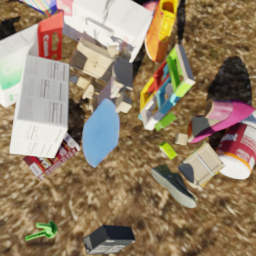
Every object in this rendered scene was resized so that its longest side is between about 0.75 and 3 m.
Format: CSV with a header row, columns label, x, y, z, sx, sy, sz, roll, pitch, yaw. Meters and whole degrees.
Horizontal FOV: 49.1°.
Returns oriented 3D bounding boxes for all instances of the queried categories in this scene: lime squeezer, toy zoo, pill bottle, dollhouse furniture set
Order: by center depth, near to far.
label,x,y,z,sx,sy,sz,roll,pitch,yaw
dollhouse furniture set,1.432,0.540,7.158,0.967,0.747,1.936,-39,88,-5
lime squeezer,-2.219,2.682,7.439,0.713,2.018,0.381,15,57,-19
dollhouse furniture set,-1.129,-1.109,8.187,1.453,2.539,2.977,22,43,-21
toy zoo,1.012,-1.115,8.803,0.267,2.605,1.709,18,45,-23
pill bottle,4.062,0.541,10.085,1.314,1.314,2.326,28,68,12

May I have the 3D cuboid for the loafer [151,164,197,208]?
label,x,y,z,sx,sy,sz,roll,pitch,yaw
loafer,1.147,1.307,6.705,0.492,0.531,1.412,-34,50,-18

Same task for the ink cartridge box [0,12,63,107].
label,x,y,z,sx,sy,sz,roll,pitch,yaw
ink cartridge box,-2.872,-2.020,8.483,2.663,2.143,0.667,-38,77,-29

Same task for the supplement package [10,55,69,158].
label,x,y,z,sx,sy,sz,roll,pitch,yaw
supplement package,-2.402,-0.542,7.616,1.191,1.673,2.148,10,54,-23

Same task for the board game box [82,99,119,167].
label,x,y,z,sx,sy,sz,roll,pitch,yaw
board game box,-0.642,0.174,7.651,0.365,1.875,1.481,9,49,-35

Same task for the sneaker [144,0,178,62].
label,x,y,z,sx,sy,sz,roll,pitch,yaw
sneaker,1.135,-3.444,9.534,0.873,0.923,2.392,9,87,-16

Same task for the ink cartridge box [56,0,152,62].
label,x,y,z,sx,sy,sz,roll,pitch,yaw
ink cartridge box,-0.816,-3.369,9.008,2.729,1.988,1.157,27,72,-2

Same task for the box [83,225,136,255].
label,x,y,z,sx,sy,sz,roll,pitch,yaw
box,-0.443,2.714,6.793,0.739,1.047,0.413,-39,51,22

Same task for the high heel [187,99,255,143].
label,x,y,z,sx,sy,sz,roll,pitch,yaw
high heel,2.465,-0.057,7.930,1.160,2.413,0.813,7,71,-5

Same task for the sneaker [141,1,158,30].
label,x,y,z,sx,sy,sz,roll,pitch,yaw
sneaker,0.804,-5.255,13.116,2.554,0.941,1.108,-28,58,-19

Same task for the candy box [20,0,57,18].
label,x,y,z,sx,sy,sz,roll,pitch,yaw
candy box,-2.995,-4.145,8.436,1.483,1.254,0.571,33,86,12

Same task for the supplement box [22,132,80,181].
label,x,y,z,sx,sy,sz,roll,pitch,yaw
supplement box,-2.812,0.953,10.312,1.816,0.553,0.988,-41,72,-16

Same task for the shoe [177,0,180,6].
label,x,y,z,sx,sy,sz,roll,pitch,yaw
shoe,1.896,-5.390,11.222,0.568,1.624,0.433,32,86,7
